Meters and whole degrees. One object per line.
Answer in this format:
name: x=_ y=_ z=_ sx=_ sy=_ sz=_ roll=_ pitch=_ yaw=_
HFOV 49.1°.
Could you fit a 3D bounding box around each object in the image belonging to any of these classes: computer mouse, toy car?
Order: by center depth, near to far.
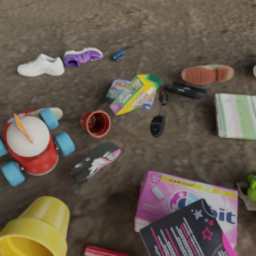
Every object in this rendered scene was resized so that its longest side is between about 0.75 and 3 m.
toy car: x=-3.059 y=0.193 z=8.432 sx=2.247 sy=2.438 sz=2.156 roll=-30 pitch=72 yaw=-20
computer mouse: x=1.171 y=-0.504 z=10.049 sx=0.524 sy=0.304 sz=1.787 roll=7 pitch=78 yaw=36

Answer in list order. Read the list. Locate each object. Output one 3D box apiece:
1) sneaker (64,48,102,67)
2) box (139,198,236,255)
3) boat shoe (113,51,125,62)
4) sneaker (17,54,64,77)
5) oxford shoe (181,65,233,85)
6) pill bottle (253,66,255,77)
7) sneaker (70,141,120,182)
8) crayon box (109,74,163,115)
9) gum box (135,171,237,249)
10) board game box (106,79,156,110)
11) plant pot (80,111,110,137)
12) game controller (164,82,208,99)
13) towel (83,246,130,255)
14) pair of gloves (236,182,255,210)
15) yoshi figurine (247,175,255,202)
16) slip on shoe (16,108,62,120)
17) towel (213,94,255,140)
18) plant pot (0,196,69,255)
sneaker: x=-2.174 y=-3.297 z=13.587 sx=1.883 sy=0.759 sz=0.785 roll=-8 pitch=61 yaw=4
box: x=1.495 y=3.052 z=5.780 sx=1.519 sy=1.750 sz=2.648 roll=-26 pitch=68 yaw=0
boat shoe: x=-0.468 y=-3.597 z=14.029 sx=0.368 sy=0.300 sz=0.874 roll=25 pitch=49 yaw=33
sneaker: x=-4.090 y=-2.952 z=12.927 sx=2.112 sy=0.935 sz=0.795 roll=-3 pitch=47 yaw=-3
oxford shoe: x=3.411 y=-2.389 z=12.326 sx=2.195 sy=0.777 sz=0.810 roll=2 pitch=28 yaw=3
pill bottle: x=6.616 y=-2.858 z=12.764 sx=1.845 sy=1.024 sz=1.024 roll=-28 pitch=51 yaw=-24
sneaker: x=-1.041 y=1.046 z=8.840 sx=1.715 sy=0.740 sz=0.689 roll=-32 pitch=80 yaw=-9
crayon box: x=0.299 y=-1.197 z=10.028 sx=0.475 sy=1.628 sz=1.405 roll=52 pitch=33 yaw=11
gum box: x=1.520 y=2.294 z=7.759 sx=2.694 sy=0.891 sz=1.529 roll=11 pitch=48 yaw=11
board game box: x=0.151 y=-1.437 z=11.853 sx=1.913 sy=0.330 sz=1.295 roll=10 pitch=46 yaw=10
plant pot: x=-1.261 y=-0.198 z=10.142 sx=0.928 sy=0.928 sz=0.903 roll=-29 pitch=23 yaw=-25
game controller: x=2.356 y=-1.516 z=11.511 sx=0.944 sy=0.381 sz=1.810 roll=-28 pitch=36 yaw=-33
towel: x=-0.648 y=3.905 z=6.666 sx=1.438 sy=0.224 sz=1.988 roll=10 pitch=46 yaw=9
pair of gloves: x=3.926 y=2.060 z=8.498 sx=1.184 sy=0.208 sz=1.007 roll=-2 pitch=40 yaw=-9
yoshi figurine: x=4.024 y=1.759 z=8.399 sx=1.521 sy=0.855 sz=0.852 roll=-5 pitch=80 yaw=-43
slip on shoe: x=-3.458 y=-0.491 z=10.736 sx=1.831 sy=0.678 sz=0.560 roll=-11 pitch=42 yaw=-4
towel: x=4.726 y=-0.369 z=10.698 sx=2.775 sy=0.426 sz=2.070 roll=5 pitch=56 yaw=1
plant pot: x=-2.235 y=2.635 z=7.062 sx=1.636 sy=1.636 sz=1.539 roll=6 pitch=31 yaw=6
